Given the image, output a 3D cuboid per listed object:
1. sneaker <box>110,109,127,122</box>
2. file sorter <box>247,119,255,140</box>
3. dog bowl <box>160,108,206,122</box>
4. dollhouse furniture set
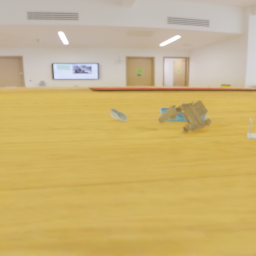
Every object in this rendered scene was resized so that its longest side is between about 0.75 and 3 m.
[{"bbox_3d":[-0.391,-0.472,11.961,0.363,0.352,0.995,-26,45,-29],"label":"sneaker"},{"bbox_3d":[4.224,0.040,8.636,0.955,0.595,0.663,3,11,18],"label":"file sorter"},{"bbox_3d":[2.393,-0.576,12.159,2.022,0.501,1.127,2,11,7],"label":"dog bowl"},{"bbox_3d":[2.055,-0.266,10.022,2.004,1.039,0.887,-11,-24,-47],"label":"dollhouse furniture set"}]
